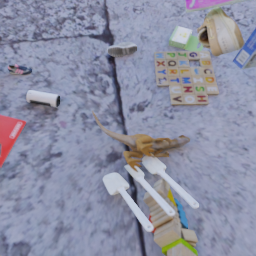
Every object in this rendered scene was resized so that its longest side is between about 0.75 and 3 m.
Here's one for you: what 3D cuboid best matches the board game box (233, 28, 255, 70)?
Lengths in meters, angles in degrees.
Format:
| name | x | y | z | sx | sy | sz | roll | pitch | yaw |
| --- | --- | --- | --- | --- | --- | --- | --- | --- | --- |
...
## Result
| name | x | y | z | sx | sy | sz | roll | pitch | yaw |
| --- | --- | --- | --- | --- | --- | --- | --- | --- | --- |
| board game box | 3.116 | -1.972 | 5.812 | 1.513 | 1.521 | 0.330 | -14 | 56 | -35 |

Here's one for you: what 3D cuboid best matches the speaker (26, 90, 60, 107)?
| name | x | y | z | sx | sy | sz | roll | pitch | yaw |
| --- | --- | --- | --- | --- | --- | --- | --- | --- | --- |
| speaker | -2.684 | -0.933 | 8.924 | 0.997 | 0.405 | 0.405 | 10 | 58 | 6 |

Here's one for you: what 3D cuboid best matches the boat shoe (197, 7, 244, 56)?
| name | x | y | z | sx | sy | sz | roll | pitch | yaw |
| --- | --- | --- | --- | --- | --- | --- | --- | --- | --- |
| boat shoe | 2.342 | -2.642 | 7.713 | 0.883 | 0.941 | 2.552 | -24 | 25 | 16 |

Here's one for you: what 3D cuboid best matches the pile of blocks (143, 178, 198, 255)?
| name | x | y | z | sx | sy | sz | roll | pitch | yaw |
| --- | --- | --- | --- | --- | --- | --- | --- | --- | --- |
| pile of blocks | 0.976 | 2.461 | 6.680 | 0.772 | 1.020 | 2.484 | -38 | 43 | 26 |

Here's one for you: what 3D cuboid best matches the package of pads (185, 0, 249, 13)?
| name | x | y | z | sx | sy | sz | roll | pitch | yaw |
| --- | --- | --- | --- | --- | --- | --- | --- | --- | --- |
| package of pads | 2.358 | -3.920 | 6.849 | 2.227 | 1.720 | 0.759 | 8 | 27 | 44 |

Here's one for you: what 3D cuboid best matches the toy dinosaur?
| name | x | y | z | sx | sy | sz | roll | pitch | yaw |
| --- | --- | --- | --- | --- | --- | --- | --- | --- | --- |
| toy dinosaur | 0.219 | 0.433 | 7.914 | 2.962 | 0.895 | 1.573 | 12 | 23 | 0 |

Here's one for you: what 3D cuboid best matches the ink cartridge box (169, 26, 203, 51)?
| name | x | y | z | sx | sy | sz | roll | pitch | yaw |
| --- | --- | --- | --- | --- | --- | --- | --- | --- | --- |
| ink cartridge box | 2.247 | -3.316 | 10.526 | 1.222 | 0.293 | 0.889 | 19 | 60 | 14 |

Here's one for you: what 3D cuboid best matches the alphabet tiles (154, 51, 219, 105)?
| name | x | y | z | sx | sy | sz | roll | pitch | yaw |
| --- | --- | --- | --- | --- | --- | --- | --- | --- | --- |
| alphabet tiles | 1.971 | -1.775 | 9.638 | 2.020 | 0.091 | 2.417 | -1 | 58 | 0 |

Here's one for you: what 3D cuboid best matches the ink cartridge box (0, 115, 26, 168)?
| name | x | y | z | sx | sy | sz | roll | pitch | yaw |
| --- | --- | --- | --- | --- | --- | --- | --- | --- | --- |
| ink cartridge box | -4.646 | 0.466 | 7.914 | 2.412 | 0.612 | 2.738 | 13 | 58 | 9 |

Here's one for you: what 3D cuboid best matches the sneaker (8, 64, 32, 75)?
| name | x | y | z | sx | sy | sz | roll | pitch | yaw |
| --- | --- | --- | --- | --- | --- | --- | --- | --- | --- |
| sneaker | -3.747 | -2.040 | 9.672 | 0.806 | 0.331 | 0.283 | -1 | 57 | -1 |

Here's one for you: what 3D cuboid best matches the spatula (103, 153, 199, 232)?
| name | x | y | z | sx | sy | sz | roll | pitch | yaw |
| --- | --- | --- | --- | --- | --- | --- | --- | --- | --- |
| spatula | 0.468 | 1.517 | 6.915 | 1.641 | 0.190 | 2.361 | -20 | 32 | -18 |

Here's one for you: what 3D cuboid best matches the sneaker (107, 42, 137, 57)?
| name | x | y | z | sx | sy | sz | roll | pitch | yaw |
| --- | --- | --- | --- | --- | --- | --- | --- | --- | --- |
| sneaker | -0.248 | -2.896 | 10.241 | 1.106 | 0.413 | 0.454 | -10 | 46 | -17 |
